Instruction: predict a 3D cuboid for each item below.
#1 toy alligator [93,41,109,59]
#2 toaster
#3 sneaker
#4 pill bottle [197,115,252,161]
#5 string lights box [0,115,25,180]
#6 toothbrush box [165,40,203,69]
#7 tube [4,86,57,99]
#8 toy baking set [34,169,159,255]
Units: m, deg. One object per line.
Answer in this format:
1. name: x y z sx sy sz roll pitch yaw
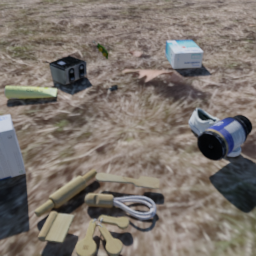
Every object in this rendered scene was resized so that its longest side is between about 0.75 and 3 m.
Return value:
1. toy alligator: -1.124 -3.383 11.961 1.026 0.247 0.340 50 26 -2
2. toaster: -2.647 -2.539 12.148 1.358 0.806 1.228 25 41 32
3. sneaker: 2.529 0.096 8.314 0.709 0.687 1.942 -21 43 -27
4. pill bottle: 2.610 0.208 7.435 1.505 0.842 0.842 -26 42 -32
5. string lights box: -4.084 0.753 6.696 2.798 1.438 0.825 -14 36 -20
6. toothbrush box: 2.701 -3.651 13.800 1.382 0.805 1.888 -3 36 -4
7. tube: -3.713 -1.371 10.770 1.865 0.484 0.541 0 72 -9
8. toy baking set: -0.612 1.760 6.275 2.140 0.324 2.789 25 41 28
